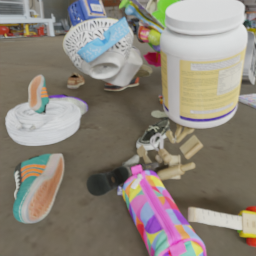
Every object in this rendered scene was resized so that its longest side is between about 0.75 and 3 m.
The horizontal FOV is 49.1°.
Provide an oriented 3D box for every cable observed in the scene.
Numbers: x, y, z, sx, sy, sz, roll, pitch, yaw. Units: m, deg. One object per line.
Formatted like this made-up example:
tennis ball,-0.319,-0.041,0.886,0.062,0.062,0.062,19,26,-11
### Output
cable,-3.145,-0.285,10.587,2.734,0.946,2.733,-16,27,-34

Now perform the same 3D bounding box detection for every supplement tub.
supplement tub,1.801,-1.564,6.932,1.972,2.713,1.972,-5,39,4

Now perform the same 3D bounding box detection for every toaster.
toaster,4.305,-2.606,10.934,1.202,2.026,1.832,10,0,31

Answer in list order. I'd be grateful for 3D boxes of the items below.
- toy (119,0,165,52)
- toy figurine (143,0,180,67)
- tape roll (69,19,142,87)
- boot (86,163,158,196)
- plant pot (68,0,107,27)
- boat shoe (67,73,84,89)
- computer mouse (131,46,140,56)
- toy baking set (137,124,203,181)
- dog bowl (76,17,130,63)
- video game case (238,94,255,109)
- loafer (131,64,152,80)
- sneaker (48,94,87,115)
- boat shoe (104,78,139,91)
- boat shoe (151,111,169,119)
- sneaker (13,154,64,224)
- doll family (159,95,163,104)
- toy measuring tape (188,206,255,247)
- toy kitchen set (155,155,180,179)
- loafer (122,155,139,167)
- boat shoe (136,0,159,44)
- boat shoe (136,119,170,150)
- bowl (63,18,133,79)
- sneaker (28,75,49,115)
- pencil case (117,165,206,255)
toy,0.740,-3.136,9.234,2.705,0.639,1.558,39,6,-28
toy figurine,1.430,-3.795,12.112,2.013,2.681,2.467,7,-14,-7
tape roll,-0.931,-2.918,10.795,2.978,1.041,2.978,29,27,-17
boot,-0.128,1.302,7.341,1.608,0.557,1.400,-23,-13,30
plant pot,-1.248,-3.619,8.967,0.949,0.949,0.853,-12,-10,-38
boat shoe,-3.133,-2.955,16.936,0.779,0.738,2.056,2,24,4
computer mouse,-0.825,-3.622,12.991,2.898,1.589,0.636,19,11,14
toy baking set,1.106,0.684,7.840,2.279,0.265,1.749,-30,35,35
dog bowl,-0.579,-2.104,6.797,1.446,0.358,0.806,-35,21,7
video game case,6.781,-1.153,13.450,1.834,0.231,2.561,-8,25,-18
loafer,0.173,-2.437,12.562,1.817,0.620,0.687,2,-20,8
sneaker,-2.818,-1.148,12.707,2.326,0.809,1.157,6,24,15
boat shoe,-0.371,-2.725,16.352,2.561,0.801,0.911,-21,33,-37
boat shoe,1.429,-0.545,12.087,0.888,0.319,0.300,6,-15,30
sneaker,-2.356,1.408,6.830,1.053,0.941,2.636,-2,17,1
doll family,1.849,-1.285,13.704,0.866,0.390,0.538,15,14,-11
toy measuring tape,2.166,1.897,5.524,2.269,0.835,0.835,10,23,-6
toy kitchen set,1.114,1.154,8.104,0.619,0.684,0.758,3,-17,-2
loafer,0.012,1.084,8.153,0.367,0.367,1.051,18,29,19
boat shoe,0.863,-4.597,11.931,0.706,1.982,0.620,21,-1,1
boat shoe,0.892,0.184,9.885,0.690,0.621,1.952,13,27,28
bowl,-0.791,-2.102,8.258,2.124,0.997,2.124,-10,-20,-4
sneaker,-2.416,-0.883,7.661,0.436,0.488,1.221,-15,56,16
pencil case,0.577,1.807,5.692,1.078,1.078,2.439,-7,25,-16
